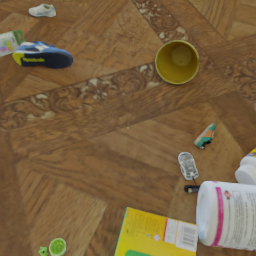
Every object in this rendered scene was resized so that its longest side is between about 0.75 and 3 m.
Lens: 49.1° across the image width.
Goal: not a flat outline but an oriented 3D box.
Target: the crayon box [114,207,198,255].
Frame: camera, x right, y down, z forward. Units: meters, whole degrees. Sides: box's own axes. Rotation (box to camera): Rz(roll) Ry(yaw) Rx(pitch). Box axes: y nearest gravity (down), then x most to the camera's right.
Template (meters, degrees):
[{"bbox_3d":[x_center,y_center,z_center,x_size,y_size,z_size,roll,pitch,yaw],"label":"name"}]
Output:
[{"bbox_3d":[0.435,3.392,6.019,1.735,0.851,2.922,13,55,7],"label":"crayon box"}]

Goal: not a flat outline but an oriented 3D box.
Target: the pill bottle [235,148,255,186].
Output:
[{"bbox_3d":[3.784,0.967,7.693,1.720,0.940,0.940,-32,61,-20],"label":"pill bottle"}]

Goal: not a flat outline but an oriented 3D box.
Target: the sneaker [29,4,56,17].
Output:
[{"bbox_3d":[-3.774,-5.173,12.243,1.153,0.466,0.441,2,57,2],"label":"sneaker"}]

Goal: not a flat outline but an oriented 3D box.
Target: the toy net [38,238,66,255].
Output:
[{"bbox_3d":[-1.667,3.323,6.478,0.716,0.264,1.365,-16,57,-11],"label":"toy net"}]

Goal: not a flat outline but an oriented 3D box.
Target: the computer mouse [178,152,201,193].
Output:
[{"bbox_3d":[1.765,1.254,7.933,0.650,0.260,1.186,-13,62,-3],"label":"computer mouse"}]

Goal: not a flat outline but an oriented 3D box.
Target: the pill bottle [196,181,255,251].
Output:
[{"bbox_3d":[3.046,2.113,6.583,2.602,1.475,1.475,5,55,3],"label":"pill bottle"}]

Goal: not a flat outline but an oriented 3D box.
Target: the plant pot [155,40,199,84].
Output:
[{"bbox_3d":[1.811,-2.420,9.909,1.479,1.479,1.050,18,31,12],"label":"plant pot"}]

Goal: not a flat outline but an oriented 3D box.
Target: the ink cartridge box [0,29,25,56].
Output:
[{"bbox_3d":[-4.625,-3.257,10.787,1.300,0.675,0.386,-22,58,-15],"label":"ink cartridge box"}]

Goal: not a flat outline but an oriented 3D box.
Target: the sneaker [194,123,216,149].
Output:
[{"bbox_3d":[2.443,0.272,8.572,0.387,0.346,0.969,40,68,18],"label":"sneaker"}]

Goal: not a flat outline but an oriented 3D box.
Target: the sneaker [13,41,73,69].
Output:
[{"bbox_3d":[-3.101,-2.791,10.398,2.207,0.816,0.908,7,54,4],"label":"sneaker"}]
